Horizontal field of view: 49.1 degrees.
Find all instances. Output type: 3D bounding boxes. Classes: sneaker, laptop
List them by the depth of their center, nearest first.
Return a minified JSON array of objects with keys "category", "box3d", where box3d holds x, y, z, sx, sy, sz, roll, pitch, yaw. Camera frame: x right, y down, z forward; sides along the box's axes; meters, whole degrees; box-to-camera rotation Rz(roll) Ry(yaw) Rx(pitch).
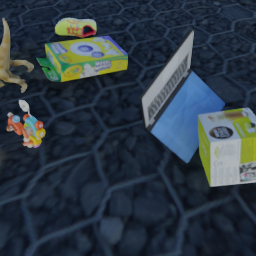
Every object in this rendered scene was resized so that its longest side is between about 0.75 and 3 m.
[{"category":"laptop","box3d":[1.259,-0.563,5.811,1.130,1.950,1.826,30,72,20]},{"category":"sneaker","box3d":[-1.909,-3.671,10.388,1.589,0.621,0.717,-11,48,-12]}]

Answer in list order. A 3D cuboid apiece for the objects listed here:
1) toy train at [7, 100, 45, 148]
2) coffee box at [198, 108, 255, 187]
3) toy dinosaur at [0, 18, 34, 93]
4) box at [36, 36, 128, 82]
[{"category":"toy train","box3d":[-2.346,-0.009,6.172,1.054,1.403,0.390,51,56,-4]},{"category":"coffee box","box3d":[2.057,0.374,5.671,1.077,1.089,1.087,-8,30,6]},{"category":"toy dinosaur","box3d":[-3.304,-1.572,7.332,1.442,2.852,0.830,19,64,-40]},{"category":"box","box3d":[-1.445,-2.187,8.691,2.510,0.607,1.473,-18,48,-24]}]
